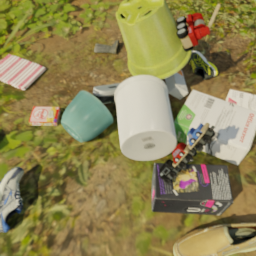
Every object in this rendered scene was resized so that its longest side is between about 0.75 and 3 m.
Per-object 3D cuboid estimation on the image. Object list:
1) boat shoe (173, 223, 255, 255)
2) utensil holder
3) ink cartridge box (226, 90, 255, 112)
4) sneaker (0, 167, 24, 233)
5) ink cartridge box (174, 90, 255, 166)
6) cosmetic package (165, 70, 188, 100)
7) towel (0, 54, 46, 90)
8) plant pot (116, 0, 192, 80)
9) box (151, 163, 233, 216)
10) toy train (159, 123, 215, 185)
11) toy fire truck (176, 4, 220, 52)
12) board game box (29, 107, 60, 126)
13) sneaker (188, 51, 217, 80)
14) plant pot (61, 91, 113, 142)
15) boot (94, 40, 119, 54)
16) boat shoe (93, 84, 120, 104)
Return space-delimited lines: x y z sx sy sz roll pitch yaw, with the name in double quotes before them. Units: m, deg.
"boat shoe" 2.774 3.319 8.402 2.897 1.103 1.038 -12 53 -10
"utensil holder" 0.635 -0.333 10.693 2.190 2.190 2.577 -4 54 -3
"ink cartridge box" 5.038 -0.873 12.010 1.625 0.685 1.177 15 53 12
"sneaker" -3.918 2.431 9.413 0.960 0.868 2.254 16 60 0
"ink cartridge box" 3.416 -0.060 11.037 2.817 1.188 2.057 24 55 18
"cosmetic package" 2.170 -2.135 12.888 0.788 0.554 1.554 23 44 -31
"towel" -5.480 -2.746 13.770 2.369 0.354 1.734 22 54 14
"plant pot" 0.817 -3.654 10.729 2.739 2.518 2.739 -13 53 18
"box" 1.980 2.026 9.167 2.368 1.447 1.256 2 57 3
"toy train" 1.508 0.714 7.653 0.589 2.572 0.439 39 44 9
"toy fire truck" 2.515 -3.652 9.795 1.596 1.027 1.404 -17 41 25
"board game box" -3.555 -0.500 11.982 1.158 0.268 0.877 0 51 0
"sneaker" 3.432 -3.093 13.753 0.838 0.738 1.981 -33 58 -23
"plant pot" -1.730 -0.315 10.972 1.796 1.796 1.442 34 70 24
"boot" -1.132 -4.366 15.026 1.214 0.440 1.104 5 49 13
"boat shoe" -0.509 -1.415 12.352 2.400 0.820 0.886 -16 37 -43
